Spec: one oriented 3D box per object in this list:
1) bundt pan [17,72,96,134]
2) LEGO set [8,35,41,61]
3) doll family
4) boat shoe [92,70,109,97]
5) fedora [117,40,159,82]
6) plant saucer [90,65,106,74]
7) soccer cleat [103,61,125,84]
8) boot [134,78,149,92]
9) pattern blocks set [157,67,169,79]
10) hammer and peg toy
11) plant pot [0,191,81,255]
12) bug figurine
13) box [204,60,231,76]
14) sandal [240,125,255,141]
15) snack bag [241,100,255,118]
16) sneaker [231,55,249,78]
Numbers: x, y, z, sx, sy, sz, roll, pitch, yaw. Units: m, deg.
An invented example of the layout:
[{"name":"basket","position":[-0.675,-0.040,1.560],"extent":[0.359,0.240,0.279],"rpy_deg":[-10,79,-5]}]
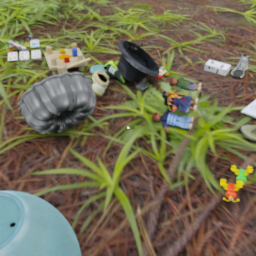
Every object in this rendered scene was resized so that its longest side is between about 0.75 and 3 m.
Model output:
[{"name":"bundt pan","position":[-2.142,-0.642,9.081],"extent":[2.557,2.557,0.960],"rpy_deg":[-21,71,-23]},{"name":"LEGO set","position":[-5.414,-4.082,14.641],"extent":[1.582,0.520,2.118],"rpy_deg":[-9,52,-12]},{"name":"doll family","position":[1.782,-0.909,10.378],"extent":[1.449,0.983,2.506],"rpy_deg":[14,45,9]},{"name":"boat shoe","position":[-1.097,-1.994,11.570],"extent":[0.728,0.628,1.997],"rpy_deg":[32,27,-13]},{"name":"fedora","position":[0.238,-2.700,12.087],"extent":[2.410,1.100,2.410],"rpy_deg":[29,30,-19]},{"name":"plant saucer","position":[-1.369,-2.752,13.166],"extent":[0.866,0.119,0.866],"rpy_deg":[1,40,0]},{"name":"soccer cleat","position":[-0.633,-2.396,12.521],"extent":[0.639,0.533,1.578],"rpy_deg":[-33,50,3]},{"name":"boot","position":[0.686,-1.821,12.003],"extent":[0.518,0.275,0.787],"rpy_deg":[29,57,23]},{"name":"pattern blocks set","position":[1.494,-2.564,12.971],"extent":[0.922,0.075,0.811],"rpy_deg":[-30,49,-31]},{"name":"hammer and peg toy","position":[-2.790,-3.036,12.944],"extent":[1.782,0.854,2.422],"rpy_deg":[-13,42,-18]},{"name":"plant pot","position":[-2.522,2.430,5.641],"extent":[2.945,1.983,2.945],"rpy_deg":[0,40,0]},{"name":"bug figurine","position":[3.485,1.596,7.661],"extent":[1.779,0.458,1.380],"rpy_deg":[3,30,25]},{"name":"box","position":[4.160,-2.812,13.077],"extent":[1.046,0.314,0.610],"rpy_deg":[21,45,24]},{"name":"sandal","position":[4.751,0.043,9.556],"extent":[1.843,0.526,0.732],"rpy_deg":[-1,40,-2]},{"name":"snack bag","position":[5.425,-0.604,10.486],"extent":[1.641,0.186,1.740],"rpy_deg":[-31,43,-33]},{"name":"sneaker","position":[5.159,-2.902,12.782],"extent":[0.541,0.832,1.441],"rpy_deg":[21,44,23]}]
